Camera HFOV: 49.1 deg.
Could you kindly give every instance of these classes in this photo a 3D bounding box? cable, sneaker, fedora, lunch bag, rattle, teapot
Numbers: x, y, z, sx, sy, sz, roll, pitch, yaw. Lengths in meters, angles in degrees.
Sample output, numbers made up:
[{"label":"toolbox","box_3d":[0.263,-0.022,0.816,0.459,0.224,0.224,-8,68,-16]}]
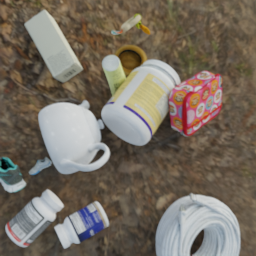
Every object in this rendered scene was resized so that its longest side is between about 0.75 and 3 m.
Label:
[{"label":"cable","box_3d":[2.005,3.311,7.995,2.716,0.940,2.716,22,82,-29]},{"label":"sneaker","box_3d":[-3.953,1.221,8.763,1.932,0.750,0.881,19,122,26]},{"label":"fedora","box_3d":[0.069,-2.326,9.934,1.216,0.496,1.216,0,79,1]},{"label":"lunch bag","box_3d":[2.176,-0.691,8.952,2.027,1.785,0.830,-33,41,-30]},{"label":"rattle","box_3d":[0.083,-3.158,9.275,0.758,0.832,1.164,12,54,39]},{"label":"sneaker","box_3d":[-2.958,1.236,9.250,0.798,0.346,0.299,-34,38,-11]},{"label":"teapot","box_3d":[-1.558,0.207,8.546,1.715,2.317,2.348,-19,85,-7]}]

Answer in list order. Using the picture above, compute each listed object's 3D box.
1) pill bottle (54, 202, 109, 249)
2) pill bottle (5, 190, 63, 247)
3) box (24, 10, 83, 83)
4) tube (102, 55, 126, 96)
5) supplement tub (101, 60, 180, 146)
[{"label":"pill bottle","box_3d":[-1.388,2.906,8.367,1.454,0.841,0.841,-25,79,-19]},{"label":"pill bottle","box_3d":[-2.853,2.763,8.657,1.614,0.935,0.935,-44,82,-10]},{"label":"box","box_3d":[-2.602,-2.828,9.800,0.956,0.796,2.327,-31,79,8]},{"label":"tube","box_3d":[-0.362,-1.582,8.987,0.599,2.063,0.536,-5,74,5]},{"label":"supplement tub","box_3d":[0.457,-0.828,8.893,1.721,1.721,2.368,34,68,7]}]
